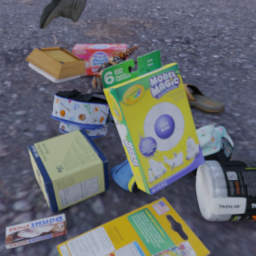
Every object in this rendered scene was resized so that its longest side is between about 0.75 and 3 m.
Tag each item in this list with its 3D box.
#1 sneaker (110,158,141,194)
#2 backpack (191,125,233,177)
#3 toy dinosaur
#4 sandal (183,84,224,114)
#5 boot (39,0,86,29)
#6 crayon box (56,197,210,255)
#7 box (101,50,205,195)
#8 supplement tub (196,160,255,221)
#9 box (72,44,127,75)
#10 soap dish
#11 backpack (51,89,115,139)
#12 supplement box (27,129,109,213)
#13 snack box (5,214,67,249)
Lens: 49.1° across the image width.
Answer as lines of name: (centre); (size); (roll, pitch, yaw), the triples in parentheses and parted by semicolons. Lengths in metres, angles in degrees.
sneaker: (0.668, 0.879, 8.653); (2.807, 0.925, 1.101); (-31, 47, -35)
backpack: (2.460, 0.612, 8.629); (1.386, 1.209, 1.577); (-31, 6, 38)
toy dinosaur: (-0.493, -2.819, 13.031); (1.847, 2.722, 1.390); (36, 12, 33)
sandal: (2.670, -1.388, 11.924); (2.947, 0.804, 1.204); (23, 42, 29)
boot: (-2.331, -4.038, 10.001); (1.165, 1.784, 0.604); (19, 41, -38)
crayon box: (0.094, 2.845, 6.095); (2.797, 0.721, 1.758); (-18, 40, -23)
box: (0.625, -0.187, 6.542); (1.752, 2.987, 0.722); (-26, 14, -22)
supplement tub: (3.123, 1.578, 7.176); (2.475, 1.516, 1.516); (-1, 36, 0)
box: (-1.387, -3.482, 14.267); (2.685, 1.338, 1.282); (0, 27, -1)
soap dish: (-2.643, -2.461, 10.642); (1.494, 0.771, 1.899); (32, 26, 11)
backpack: (-1.584, -0.530, 9.643); (2.216, 1.707, 2.111); (9, 1, 19)
supplement box: (-1.711, 1.152, 8.069); (1.738, 1.168, 1.739); (-19, 40, -24)
snack box: (-2.272, 2.558, 6.964); (1.431, 0.174, 0.514); (-10, 37, -14)
